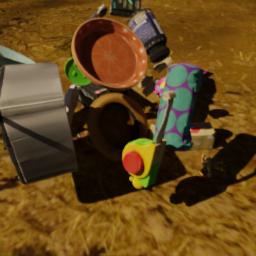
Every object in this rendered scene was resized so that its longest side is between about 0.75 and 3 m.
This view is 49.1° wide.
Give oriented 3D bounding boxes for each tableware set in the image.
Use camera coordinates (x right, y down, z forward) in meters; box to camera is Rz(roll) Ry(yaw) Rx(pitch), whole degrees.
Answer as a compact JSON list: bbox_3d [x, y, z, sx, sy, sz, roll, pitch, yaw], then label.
[{"bbox_3d":[1.212,-2.075,11.245,1.901,0.264,2.276,-39,26,5],"label":"tableware set"}]

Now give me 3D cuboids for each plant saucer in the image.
[{"bbox_3d":[-4.477,-2.461,9.508,2.621,0.505,2.621,23,12,-5],"label":"plant saucer"},{"bbox_3d":[-0.618,-2.530,9.722,2.733,0.441,2.733,9,68,-22],"label":"plant saucer"}]

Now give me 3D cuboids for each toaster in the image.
[{"bbox_3d":[-2.594,-0.153,7.976,1.772,2.700,2.986,-12,37,-11],"label":"toaster"}]

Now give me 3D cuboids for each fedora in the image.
[{"bbox_3d":[-0.497,-0.003,10.735,2.625,2.625,1.071,-23,5,-27],"label":"fedora"}]

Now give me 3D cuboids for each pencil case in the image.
[{"bbox_3d":[1.522,-0.580,8.305,1.195,2.586,1.100,12,-5,-1],"label":"pencil case"},{"bbox_3d":[1.625,-0.982,9.911,0.856,1.938,0.856,-20,50,25],"label":"pencil case"}]

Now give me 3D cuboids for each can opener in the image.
[{"bbox_3d":[-1.206,-4.131,10.593,1.236,0.413,0.330,-57,27,-8],"label":"can opener"}]

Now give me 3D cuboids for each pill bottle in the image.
[{"bbox_3d":[0.932,-3.923,12.059,1.196,1.196,2.138,-23,81,-26],"label":"pill bottle"}]

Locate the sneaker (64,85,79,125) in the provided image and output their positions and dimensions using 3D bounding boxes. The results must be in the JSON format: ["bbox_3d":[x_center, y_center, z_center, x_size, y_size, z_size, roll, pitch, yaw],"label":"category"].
[{"bbox_3d":[-2.871,-0.960,12.295,0.967,0.872,2.360,4,55,11],"label":"sneaker"}]

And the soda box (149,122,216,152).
[{"bbox_3d":[2.090,0.351,11.045,2.445,0.783,0.828,-2,39,-3],"label":"soda box"}]

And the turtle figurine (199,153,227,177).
[{"bbox_3d":[3.071,1.315,10.147,0.941,0.376,1.167,6,39,7],"label":"turtle figurine"}]

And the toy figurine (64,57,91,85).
[{"bbox_3d":[-1.722,-2.620,10.760,1.144,1.524,1.403,10,34,-5],"label":"toy figurine"}]

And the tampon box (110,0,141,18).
[{"bbox_3d":[-0.113,-5.461,12.289,1.264,0.947,0.798,4,0,-11],"label":"tampon box"}]

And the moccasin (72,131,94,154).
[{"bbox_3d":[-1.492,0.452,10.881,2.031,0.743,0.784,-19,1,-32],"label":"moccasin"}]

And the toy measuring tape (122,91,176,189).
[{"bbox_3d":[0.456,0.328,7.496,1.100,2.989,1.100,9,24,-4],"label":"toy measuring tape"}]

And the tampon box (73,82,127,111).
[{"bbox_3d":[-1.322,-1.718,13.160,1.681,1.416,2.242,-25,44,-28],"label":"tampon box"}]
